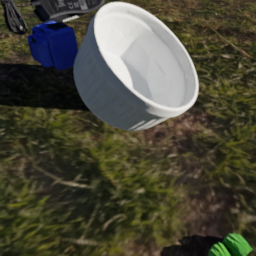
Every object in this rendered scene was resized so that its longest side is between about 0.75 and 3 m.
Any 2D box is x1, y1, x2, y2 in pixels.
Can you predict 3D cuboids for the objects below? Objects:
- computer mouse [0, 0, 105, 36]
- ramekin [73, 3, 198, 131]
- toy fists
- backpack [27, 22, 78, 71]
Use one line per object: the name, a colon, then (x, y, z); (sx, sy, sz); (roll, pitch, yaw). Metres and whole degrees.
computer mouse: (-1.988, -3.426, 6.948); (2.582, 1.813, 0.594); (-26, 6, -15)
ramekin: (0.101, -1.224, 6.284); (2.733, 1.435, 2.733); (20, 53, -29)
toy fists: (2.079, 2.580, 5.837); (0.990, 0.340, 0.504); (-22, 53, -25)
backpack: (-1.817, -1.971, 6.557); (1.003, 0.972, 1.196); (-21, 40, -28)
